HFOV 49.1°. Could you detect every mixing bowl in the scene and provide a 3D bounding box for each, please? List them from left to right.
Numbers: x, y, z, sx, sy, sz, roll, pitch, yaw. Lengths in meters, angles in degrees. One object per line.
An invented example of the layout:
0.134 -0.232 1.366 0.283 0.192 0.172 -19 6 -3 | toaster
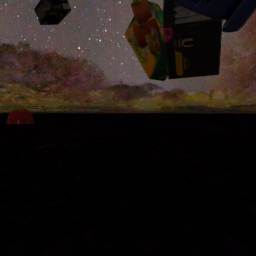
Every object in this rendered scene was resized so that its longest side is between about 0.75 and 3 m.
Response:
-4.314 -0.461 11.210 1.061 0.574 1.061 0 3 0 | mixing bowl

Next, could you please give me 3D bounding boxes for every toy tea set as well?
0.126 -3.269 7.927 1.016 2.746 1.633 -19 28 15 | toy tea set

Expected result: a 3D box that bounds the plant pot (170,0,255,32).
1.495 -2.248 4.160 1.203 1.338 1.339 36 34 2 | plant pot

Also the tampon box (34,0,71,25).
-2.391 -3.743 8.855 0.688 0.580 0.918 -22 0 -44 | tampon box

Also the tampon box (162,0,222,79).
1.804 -2.843 8.093 1.468 2.325 1.743 -3 -41 13 | tampon box

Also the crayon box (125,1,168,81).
1.000 -3.438 10.960 0.831 2.853 1.694 1 -40 -34 | crayon box
